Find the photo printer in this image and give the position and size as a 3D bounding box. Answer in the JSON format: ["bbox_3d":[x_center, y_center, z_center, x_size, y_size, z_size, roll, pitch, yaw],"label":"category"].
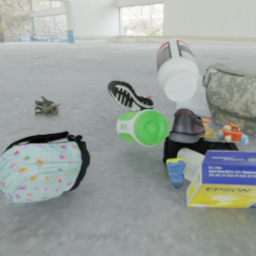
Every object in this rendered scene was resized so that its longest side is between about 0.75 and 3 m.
[{"bbox_3d":[1.776,1.043,6.799,0.386,0.925,1.112,-40,38,-23],"label":"photo printer"}]

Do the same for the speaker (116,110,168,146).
[{"bbox_3d":[0.313,-0.011,7.690,0.970,0.970,2.194,-6,2,-15],"label":"speaker"}]

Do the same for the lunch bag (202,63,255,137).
[{"bbox_3d":[4.102,-1.162,10.012,1.824,2.196,2.618,-42,41,-19],"label":"lunch bag"}]

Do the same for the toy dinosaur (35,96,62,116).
[{"bbox_3d":[-3.533,-0.895,12.223,1.000,0.752,1.955,5,12,-23],"label":"toy dinosaur"}]

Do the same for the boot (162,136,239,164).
[{"bbox_3d":[1.907,0.797,7.398,1.984,0.896,2.422,6,14,8],"label":"boot"}]

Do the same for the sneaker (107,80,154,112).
[{"bbox_3d":[-0.045,-1.203,11.577,0.995,0.917,2.488,17,-9,45],"label":"sneaker"}]

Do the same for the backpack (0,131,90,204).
[{"bbox_3d":[-1.821,0.896,6.035,1.798,1.500,1.138,2,37,-42],"label":"backpack"}]

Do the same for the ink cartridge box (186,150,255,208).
[{"bbox_3d":[2.324,1.091,5.379,2.083,2.108,0.495,2,63,2],"label":"ink cartridge box"}]

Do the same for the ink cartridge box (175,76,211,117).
[{"bbox_3d":[3.324,-1.426,12.282,2.108,0.428,2.103,15,54,13],"label":"ink cartridge box"}]

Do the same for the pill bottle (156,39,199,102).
[{"bbox_3d":[1.133,-1.346,6.522,0.919,0.919,1.660,1,39,3],"label":"pill bottle"}]

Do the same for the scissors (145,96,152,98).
[{"bbox_3d":[0.485,-1.355,13.566,1.331,0.093,0.487,-17,19,-11],"label":"scissors"}]

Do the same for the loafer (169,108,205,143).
[{"bbox_3d":[1.700,-0.190,7.858,0.977,0.856,2.718,7,9,15],"label":"loafer"}]

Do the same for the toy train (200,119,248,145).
[{"bbox_3d":[2.741,0.051,8.842,2.294,0.638,1.723,10,3,41],"label":"toy train"}]

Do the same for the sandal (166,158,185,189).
[{"bbox_3d":[1.163,1.087,6.648,0.452,1.137,0.495,-8,57,11],"label":"sandal"}]
